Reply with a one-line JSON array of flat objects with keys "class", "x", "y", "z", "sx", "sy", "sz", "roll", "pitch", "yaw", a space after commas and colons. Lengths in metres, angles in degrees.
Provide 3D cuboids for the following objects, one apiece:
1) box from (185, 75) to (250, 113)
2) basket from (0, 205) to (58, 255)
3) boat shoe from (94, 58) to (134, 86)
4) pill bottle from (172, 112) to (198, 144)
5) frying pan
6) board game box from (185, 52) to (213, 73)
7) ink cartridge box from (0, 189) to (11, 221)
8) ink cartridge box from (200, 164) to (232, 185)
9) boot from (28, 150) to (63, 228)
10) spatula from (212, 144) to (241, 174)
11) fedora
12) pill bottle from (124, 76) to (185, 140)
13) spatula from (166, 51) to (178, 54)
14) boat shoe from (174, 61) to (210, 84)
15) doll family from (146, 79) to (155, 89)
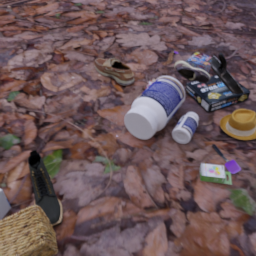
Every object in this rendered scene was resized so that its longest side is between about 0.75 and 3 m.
[{"class": "box", "x": 4.323, "y": -1.760, "z": 13.613, "sx": 2.410, "sy": 0.554, "sz": 1.915, "roll": -17, "pitch": 45, "yaw": -18}, {"class": "basket", "x": -2.873, "y": 3.126, "z": 7.683, "sx": 1.654, "sy": 1.181, "sz": 1.232, "roll": -27, "pitch": 50, "yaw": -6}, {"class": "boat shoe", "x": -0.738, "y": -3.247, "z": 14.924, "sx": 2.806, "sy": 1.007, "sz": 1.063, "roll": 31, "pitch": 50, "yaw": 30}, {"class": "pill bottle", "x": 2.417, "y": -0.043, "z": 11.561, "sx": 0.776, "sy": 0.776, "sz": 1.398, "roll": 21, "pitch": 46, "yaw": 21}, {"class": "frying pan", "x": 3.289, "y": -1.672, "z": 9.229, "sx": 1.669, "sy": 0.449, "sz": 2.760, "roll": 50, "pitch": 19, "yaw": -2}, {"class": "board game box", "x": 4.123, "y": -3.654, "z": 15.812, "sx": 1.391, "sy": 0.429, "sz": 1.392, "roll": 30, "pitch": 50, "yaw": 27}, {"class": "ink cartridge box", "x": -4.635, "y": 2.382, "z": 8.694, "sx": 1.374, "sy": 1.012, "sz": 0.994, "roll": 14, "pitch": 44, "yaw": 16}, {"class": "ink cartridge box", "x": 3.152, "y": 1.644, "z": 10.025, "sx": 1.111, "sy": 0.329, "sz": 0.577, "roll": 6, "pitch": 42, "yaw": 7}, {"class": "boot", "x": -2.737, "y": 1.917, "z": 8.848, "sx": 0.842, "sy": 1.503, "sz": 2.173, "roll": -20, "pitch": 46, "yaw": -21}, {"class": "spatula", "x": 3.666, "y": 1.135, "z": 10.709, "sx": 0.422, "sy": 0.153, "sz": 1.492, "roll": -29, "pitch": 45, "yaw": -3}, {"class": "fedora", "x": 4.844, "y": -0.278, "z": 11.842, "sx": 1.843, "sy": 0.752, "sz": 1.843, "roll": 0, "pitch": 42, "yaw": 0}, {"class": "pill bottle", "x": 1.136, "y": -0.860, "z": 11.815, "sx": 1.647, "sy": 1.647, "sz": 2.846, "roll": 22, "pitch": 47, "yaw": 23}, {"class": "spatula", "x": 2.668, "y": -4.620, "z": 17.142, "sx": 0.783, "sy": 0.080, "sz": 0.221, "roll": 3, "pitch": 42, "yaw": 3}, {"class": "boat shoe", "x": 2.594, "y": -2.128, "z": 11.289, "sx": 1.688, "sy": 0.607, "sz": 0.547, "roll": 22, "pitch": 48, "yaw": -22}, {"class": "doll family", "x": 1.636, "y": -2.022, "z": 13.992, "sx": 1.456, "sy": 0.656, "sz": 0.904, "roll": 9, "pitch": 47, "yaw": 36}]
